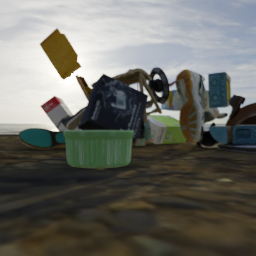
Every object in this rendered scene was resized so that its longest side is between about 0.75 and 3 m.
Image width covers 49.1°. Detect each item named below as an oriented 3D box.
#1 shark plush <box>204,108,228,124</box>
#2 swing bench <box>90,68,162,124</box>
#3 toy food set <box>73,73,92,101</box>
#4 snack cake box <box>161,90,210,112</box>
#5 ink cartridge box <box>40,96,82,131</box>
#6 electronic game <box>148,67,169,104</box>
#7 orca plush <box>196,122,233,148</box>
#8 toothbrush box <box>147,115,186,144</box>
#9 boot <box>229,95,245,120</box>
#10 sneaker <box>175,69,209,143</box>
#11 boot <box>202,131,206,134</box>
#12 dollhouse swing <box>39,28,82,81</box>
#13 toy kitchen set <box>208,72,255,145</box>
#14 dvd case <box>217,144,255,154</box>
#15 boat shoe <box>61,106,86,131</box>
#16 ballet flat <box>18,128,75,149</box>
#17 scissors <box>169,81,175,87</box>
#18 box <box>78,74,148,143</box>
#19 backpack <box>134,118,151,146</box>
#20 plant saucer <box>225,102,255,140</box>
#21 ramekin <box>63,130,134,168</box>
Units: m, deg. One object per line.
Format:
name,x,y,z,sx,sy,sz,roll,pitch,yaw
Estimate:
shark plush,3.187,-0.465,12.034,0.907,0.990,2.178,-42,6,-23
swing bench,-0.063,-1.173,10.924,2.025,2.036,1.321,-9,15,39
toy food set,-1.544,-1.457,11.125,0.496,1.705,2.470,-29,39,-4
snack cake box,2.330,-1.130,11.835,1.462,0.854,2.542,0,5,-5
ink cartridge box,-2.931,-0.376,12.769,0.827,1.994,1.464,-36,0,0
electronic game,1.216,-1.682,11.213,0.307,1.475,1.475,-15,5,-22
orca plush,3.887,0.266,11.993,2.883,1.025,1.517,0,0,-42
toothbrush box,1.773,0.042,14.417,2.293,0.987,1.669,1,22,-40
boot,3.409,-0.687,9.072,0.306,0.820,0.397,18,16,-49
sneaker,2.459,-0.782,9.905,1.153,2.630,0.995,3,-11,-34
boot,4.493,0.564,18.393,1.815,0.696,1.409,-7,-6,13
dollhouse swing,-2.022,-2.343,9.133,1.175,1.293,1.137,-32,1,23
toy kitchen set,4.027,-0.664,8.766,2.981,2.388,1.756,-1,1,29
dvd case,4.562,0.648,8.818,2.163,0.232,2.909,0,0,-15
boat shoe,-1.624,-0.520,9.676,0.484,0.560,1.543,33,59,29
ballet flat,-2.882,0.479,10.384,2.352,0.829,0.768,5,-24,-31
scissors,1.751,-1.854,12.101,0.452,0.086,1.234,-40,12,-15
box,-0.438,-0.496,8.607,1.646,1.619,0.967,23,-23,-19
backpack,0.554,0.186,11.863,0.867,1.152,1.022,3,28,-2
plant saucer,4.810,0.009,10.243,2.364,0.407,2.364,3,-41,3
ramekin,-0.587,0.396,5.655,1.412,0.689,1.412,0,0,0
